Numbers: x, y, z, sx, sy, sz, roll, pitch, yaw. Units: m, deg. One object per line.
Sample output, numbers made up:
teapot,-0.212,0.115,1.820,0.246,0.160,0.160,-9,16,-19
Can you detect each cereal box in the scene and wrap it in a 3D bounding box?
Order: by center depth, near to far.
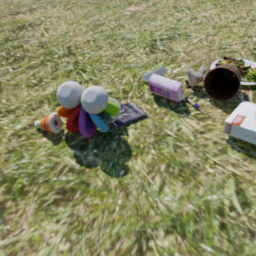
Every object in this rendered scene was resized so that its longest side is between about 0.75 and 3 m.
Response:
cereal box,5.078,0.034,9.734,2.930,0.579,2.108,23,38,29

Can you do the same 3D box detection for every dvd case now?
dvd case,-0.186,-0.528,11.049,1.513,0.121,1.125,-22,44,-25

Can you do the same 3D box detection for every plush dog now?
plush dog,3.022,-2.184,12.581,0.991,0.851,0.795,-5,68,-3

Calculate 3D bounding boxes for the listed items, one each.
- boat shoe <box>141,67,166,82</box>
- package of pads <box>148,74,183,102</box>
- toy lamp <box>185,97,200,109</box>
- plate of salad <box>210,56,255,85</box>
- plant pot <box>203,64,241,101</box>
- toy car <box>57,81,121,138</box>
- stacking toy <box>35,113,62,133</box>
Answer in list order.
boat shoe,1.195,-2.500,13.294,1.298,0.464,0.388,-24,2,-14
package of pads,1.600,-1.691,11.863,1.442,0.869,0.546,25,70,27
toy lamp,2.667,-1.041,11.611,0.226,0.226,0.776,-20,43,-23
plate of salad,5.418,-2.885,13.565,2.741,0.658,2.741,0,39,0
plant pot,4.212,-2.157,12.073,1.491,1.491,1.596,20,39,23
toy car,-1.468,-0.531,9.930,2.280,1.995,1.709,13,81,18
stacking toy,-3.007,-0.130,10.285,1.015,0.741,0.741,-7,35,22
